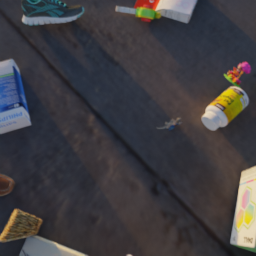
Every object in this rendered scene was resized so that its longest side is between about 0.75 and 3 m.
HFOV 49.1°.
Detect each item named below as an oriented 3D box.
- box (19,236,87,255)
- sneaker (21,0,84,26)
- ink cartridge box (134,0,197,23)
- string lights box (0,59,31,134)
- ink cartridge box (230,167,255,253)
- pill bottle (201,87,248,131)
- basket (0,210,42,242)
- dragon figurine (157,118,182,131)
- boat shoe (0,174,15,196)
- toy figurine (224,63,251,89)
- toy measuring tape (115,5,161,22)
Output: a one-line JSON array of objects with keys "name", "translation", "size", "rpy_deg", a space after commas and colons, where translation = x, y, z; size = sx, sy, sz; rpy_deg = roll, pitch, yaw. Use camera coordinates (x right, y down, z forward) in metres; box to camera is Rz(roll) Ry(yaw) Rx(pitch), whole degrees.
[{"name": "box", "translation": [-1.788, 3.428, 7.274], "size": [1.876, 0.771, 0.641], "rpy_deg": [17, 69, 8]}, {"name": "sneaker", "translation": [-2.813, -4.426, 10.279], "size": [2.322, 1.059, 0.901], "rpy_deg": [-8, 36, -5]}, {"name": "ink cartridge box", "translation": [1.588, -5.210, 11.021], "size": [2.247, 0.641, 1.827], "rpy_deg": [21, 69, 4]}, {"name": "string lights box", "translation": [-4.061, -1.036, 9.181], "size": [1.172, 0.673, 2.281], "rpy_deg": [-17, 68, -7]}, {"name": "ink cartridge box", "translation": [3.382, 2.462, 7.180], "size": [0.852, 1.492, 2.874], "rpy_deg": [16, 72, 4]}, {"name": "pill bottle", "translation": [3.053, -0.588, 8.918], "size": [1.486, 0.812, 0.812], "rpy_deg": [-40, 73, -15]}, {"name": "basket", "translation": [-2.798, 2.677, 7.350], "size": [0.799, 1.120, 0.834], "rpy_deg": [30, 63, -16]}, {"name": "dragon figurine", "translation": [1.349, -0.081, 9.015], "size": [0.834, 0.415, 0.246], "rpy_deg": [-29, 71, 9]}, {"name": "boat shoe", "translation": [-4.249, 1.534, 8.110], "size": [1.839, 0.660, 0.696], "rpy_deg": [9, 67, 4]}, {"name": "toy figurine", "translation": [3.625, -1.810, 9.148], "size": [0.605, 0.742, 0.806], "rpy_deg": [23, 28, -29]}, {"name": "toy measuring tape", "translation": [0.381, -4.374, 10.568], "size": [1.746, 0.642, 0.642], "rpy_deg": [10, 68, -1]}]
